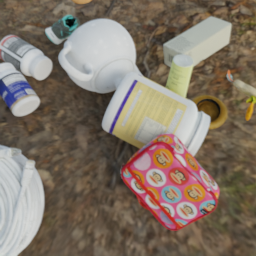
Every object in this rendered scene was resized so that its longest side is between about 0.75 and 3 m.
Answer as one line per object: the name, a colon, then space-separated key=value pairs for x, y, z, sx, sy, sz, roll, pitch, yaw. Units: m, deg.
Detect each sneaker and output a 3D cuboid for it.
sneaker: x=-2.003 y=-3.507 z=9.634 sx=0.881 sy=0.750 sz=1.932 roll=-27 pitch=24 yaw=31

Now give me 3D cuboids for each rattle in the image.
rattle: x=2.977 y=-0.896 z=7.608 sx=1.164 sy=0.832 sz=0.758 roll=30 pitch=25 yaw=-3

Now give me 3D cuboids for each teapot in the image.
teapot: x=-0.683 y=-1.829 z=8.133 sx=2.348 sy=2.317 sz=1.715 roll=-28 pitch=65 yaw=-9

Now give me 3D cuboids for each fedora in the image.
fedora: x=2.303 y=-0.394 z=8.256 sx=1.216 sy=0.496 sz=1.216 roll=-1 pitch=58 yaw=1

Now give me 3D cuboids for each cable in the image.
cable: x=-3.225 y=1.661 z=6.135 sx=2.716 sy=0.940 sz=2.716 roll=5 pitch=91 yaw=8

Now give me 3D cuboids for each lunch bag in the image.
lunch bag: x=0.862 y=1.308 z=6.494 sx=2.027 sy=1.785 sz=0.830 roll=48 pitch=30 yaw=-1

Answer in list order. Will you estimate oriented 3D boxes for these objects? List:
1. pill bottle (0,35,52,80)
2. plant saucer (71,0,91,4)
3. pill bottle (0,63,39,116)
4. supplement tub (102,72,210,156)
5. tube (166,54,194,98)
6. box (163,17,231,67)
pill bottle: x=-3.340 y=-2.260 z=9.126 sx=1.614 sy=0.935 sz=0.935 roll=33 pitch=64 yaw=16
plant saucer: x=-1.914 y=-5.460 z=11.512 sx=0.947 sy=0.177 sz=0.947 roll=0 pitch=58 yaw=0
pill bottle: x=-3.302 y=-1.126 z=8.144 sx=0.841 sy=0.841 sz=1.454 roll=-33 pitch=78 yaw=-18
supplement tub: x=0.708 y=-0.206 z=7.308 sx=2.368 sy=1.721 sz=1.721 roll=28 pitch=62 yaw=2
tube: x=1.325 y=-1.033 z=7.735 sx=0.536 sy=2.063 sz=0.599 roll=-8 pitch=53 yaw=-10
box: x=2.334 y=-2.836 z=9.456 sx=2.327 sy=0.796 sz=0.956 roll=-33 pitch=50 yaw=-19
